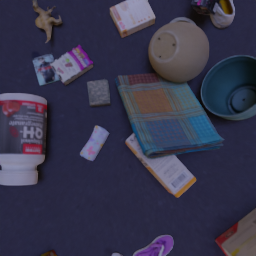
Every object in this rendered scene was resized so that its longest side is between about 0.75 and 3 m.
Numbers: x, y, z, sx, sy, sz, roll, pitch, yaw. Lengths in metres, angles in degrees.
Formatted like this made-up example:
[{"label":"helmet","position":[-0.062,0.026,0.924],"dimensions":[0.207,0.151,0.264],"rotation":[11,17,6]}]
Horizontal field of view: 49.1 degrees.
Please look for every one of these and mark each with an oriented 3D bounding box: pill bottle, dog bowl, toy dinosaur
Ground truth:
[{"label":"pill bottle","position":[-3.031,0.339,7.905],"dimensions":[1.354,1.354,2.445],"rotation":[1,84,0]},{"label":"dog bowl","position":[1.655,-2.901,8.738],"dimensions":[0.988,0.364,0.988],"rotation":[0,84,0]},{"label":"toy dinosaur","position":[-2.462,-3.272,8.691],"dimensions":[0.783,0.450,1.548],"rotation":[-22,78,-7]}]

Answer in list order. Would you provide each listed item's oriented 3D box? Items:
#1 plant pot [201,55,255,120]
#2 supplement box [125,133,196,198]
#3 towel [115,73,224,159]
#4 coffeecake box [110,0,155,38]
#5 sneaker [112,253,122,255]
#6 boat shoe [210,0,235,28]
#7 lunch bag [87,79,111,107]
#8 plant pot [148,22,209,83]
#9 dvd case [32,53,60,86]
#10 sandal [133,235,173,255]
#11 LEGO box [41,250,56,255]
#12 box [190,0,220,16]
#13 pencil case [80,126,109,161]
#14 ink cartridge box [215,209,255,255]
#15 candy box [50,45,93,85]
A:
[{"label":"plant pot","position":[3.150,-0.967,7.945],"dimensions":[1.791,1.200,1.791],"rotation":[-16,62,34]},{"label":"supplement box","position":[0.839,0.904,7.880],"dimensions":[0.743,1.273,2.020],"rotation":[-41,86,-5]},{"label":"towel","position":[0.992,-0.527,7.578],"dimensions":[2.146,0.317,2.926],"rotation":[-8,51,-16]},{"label":"coffeecake box","position":[0.136,-3.508,8.766],"dimensions":[1.157,0.423,0.888],"rotation":[-25,84,-3]},{"label":"sneaker","position":[-0.197,4.056,7.922],"dimensions":[0.367,0.562,0.978],"rotation":[-24,85,-2]},{"label":"boat shoe","position":[2.662,-4.283,8.647],"dimensions":[0.824,0.811,2.324],"rotation":[-18,83,-2]},{"label":"lunch bag","position":[-0.886,-1.069,8.510],"dimensions":[0.635,0.455,0.774],"rotation":[-7,89,-1]},{"label":"plant pot","position":[1.196,-2.097,7.566],"dimensions":[1.662,1.116,1.662],"rotation":[3,96,33]},{"label":"dvd case","position":[-2.571,-1.827,8.766],"dimensions":[0.649,0.098,0.888],"rotation":[-17,84,-2]},{"label":"sandal","position":[0.756,3.591,8.090],"dimensions":[1.315,0.323,0.535],"rotation":[-31,85,-3]},{"label":"LEGO box","position":[-2.599,4.305,7.903],"dimensions":[1.413,0.545,1.052],"rotation":[-25,85,-2]},{"label":"box","position":[2.287,-3.824,7.967],"dimensions":[0.571,0.657,0.994],"rotation":[27,103,34]},{"label":"pencil case","position":[-1.002,0.451,8.357],"dimensions":[0.481,0.441,1.061],"rotation":[28,85,3]},{"label":"ink cartridge box","position":[3.543,3.068,7.071],"dimensions":[1.775,2.446,1.020],"rotation":[-35,85,-3]},{"label":"candy box","position":[-1.720,-1.930,8.612],"dimensions":[1.096,0.334,0.747],"rotation":[-35,86,-9]}]
